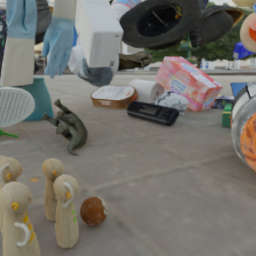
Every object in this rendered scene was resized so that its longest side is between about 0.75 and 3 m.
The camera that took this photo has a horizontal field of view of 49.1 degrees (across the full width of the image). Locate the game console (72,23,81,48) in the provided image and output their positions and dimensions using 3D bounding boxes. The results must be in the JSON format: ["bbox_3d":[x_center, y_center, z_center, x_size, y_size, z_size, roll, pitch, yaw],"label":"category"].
[{"bbox_3d":[-1.650,-3.433,11.097,1.581,1.852,1.096,-9,47,30],"label":"game console"}]

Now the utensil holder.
[{"bbox_3d":[0.899,-1.745,13.947,1.480,1.258,1.258,14,19,42],"label":"utensil holder"}]

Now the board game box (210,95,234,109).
[{"bbox_3d":[4.797,-1.242,13.458,1.425,0.489,1.724,5,14,29],"label":"board game box"}]

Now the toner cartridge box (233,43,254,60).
[{"bbox_3d":[4.052,-2.723,9.608,1.013,0.481,0.219,-23,42,-25],"label":"toner cartridge box"}]

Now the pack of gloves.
[{"bbox_3d":[-2.357,-2.663,7.306,0.584,2.958,2.485,22,23,22],"label":"pack of gloves"}]

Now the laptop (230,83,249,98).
[{"bbox_3d":[4.500,-0.399,7.605,2.445,1.514,2.612,-3,14,-10],"label":"laptop"}]

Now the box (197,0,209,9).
[{"bbox_3d":[1.939,-4.185,9.284,1.056,1.217,1.991,32,4,-6],"label":"box"}]

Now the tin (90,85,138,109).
[{"bbox_3d":[-0.712,-1.541,13.537,2.557,0.535,1.432,9,47,35],"label":"tin"}]

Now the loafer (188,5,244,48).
[{"bbox_3d":[2.474,-2.960,7.864,0.937,0.943,2.591,7,38,35],"label":"loafer"}]

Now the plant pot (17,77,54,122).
[{"bbox_3d":[-3.742,-1.158,10.734,1.661,1.561,1.661,0,13,0],"label":"plant pot"}]

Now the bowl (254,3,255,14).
[{"bbox_3d":[2.374,-1.782,3.992,1.062,0.208,1.062,-16,29,9],"label":"bowl"}]

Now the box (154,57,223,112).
[{"bbox_3d":[2.709,-2.049,12.807,1.376,1.270,2.682,-13,48,-44],"label":"box"}]

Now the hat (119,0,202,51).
[{"bbox_3d":[0.794,-2.422,6.861,2.001,2.001,0.807,5,-28,20],"label":"hat"}]

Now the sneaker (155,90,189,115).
[{"bbox_3d":[1.731,-0.858,11.157,1.073,0.701,1.866,23,40,19],"label":"sneaker"}]

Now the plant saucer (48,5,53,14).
[{"bbox_3d":[-3.155,-4.646,12.057,0.283,1.598,1.598,-25,-4,37],"label":"plant saucer"}]

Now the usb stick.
[{"bbox_3d":[0.825,-0.578,10.325,0.420,0.714,2.574,45,-15,-33],"label":"usb stick"}]

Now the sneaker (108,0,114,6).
[{"bbox_3d":[-0.287,-4.633,10.407,1.377,0.537,0.587,-42,-5,22],"label":"sneaker"}]

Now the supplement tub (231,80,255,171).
[{"bbox_3d":[2.977,-0.081,5.744,1.656,1.656,2.703,5,18,19],"label":"supplement tub"}]

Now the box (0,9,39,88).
[{"bbox_3d":[-3.992,-2.381,8.735,1.277,2.090,1.108,2,45,26],"label":"box"}]

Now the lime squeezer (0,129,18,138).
[{"bbox_3d":[-3.840,0.220,7.956,1.304,0.246,0.461,-5,46,-21],"label":"lime squeezer"}]

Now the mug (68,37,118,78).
[{"bbox_3d":[-1.230,-2.447,9.372,1.423,1.623,1.199,-6,8,-32],"label":"mug"}]

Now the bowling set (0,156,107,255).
[{"bbox_3d":[-0.963,0.796,3.485,1.365,1.053,1.961,-9,16,-32],"label":"bowling set"}]

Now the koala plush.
[{"bbox_3d":[-0.900,-1.607,7.520,0.937,0.905,1.020,40,-2,13],"label":"koala plush"}]

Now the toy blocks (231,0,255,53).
[{"bbox_3d":[2.822,-2.847,6.275,0.977,2.242,2.689,-15,4,26],"label":"toy blocks"}]

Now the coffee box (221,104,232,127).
[{"bbox_3d":[4.129,-0.452,10.014,1.397,0.500,2.273,6,14,22],"label":"coffee box"}]

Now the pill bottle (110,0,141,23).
[{"bbox_3d":[-0.148,-3.996,9.425,0.860,1.582,0.860,16,-26,8],"label":"pill bottle"}]

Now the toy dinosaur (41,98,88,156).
[{"bbox_3d":[-1.485,-0.031,7.314,1.179,0.888,2.306,32,2,-44],"label":"toy dinosaur"}]

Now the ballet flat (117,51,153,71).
[{"bbox_3d":[-0.164,-2.638,11.483,2.475,0.574,0.834,1,-32,28],"label":"ballet flat"}]

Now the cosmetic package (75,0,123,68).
[{"bbox_3d":[-0.565,-1.779,5.019,0.538,0.748,1.326,-5,51,-19],"label":"cosmetic package"}]

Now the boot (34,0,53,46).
[{"bbox_3d":[-3.272,-3.580,9.348,2.386,1.571,0.833,-8,25,32],"label":"boot"}]

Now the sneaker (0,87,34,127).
[{"bbox_3d":[-4.067,-0.485,8.043,2.883,1.085,1.507,-19,15,-5],"label":"sneaker"}]
